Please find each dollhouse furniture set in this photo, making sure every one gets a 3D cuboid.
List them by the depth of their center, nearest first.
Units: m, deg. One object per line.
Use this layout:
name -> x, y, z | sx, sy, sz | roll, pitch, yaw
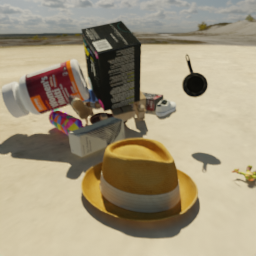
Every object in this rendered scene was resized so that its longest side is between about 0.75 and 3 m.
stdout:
dollhouse furniture set -> -0.434, -0.519, 10.970 | 2.387, 1.057, 1.237 | -14, 44, -16

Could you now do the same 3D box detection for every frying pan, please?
frying pan -> 2.057, -1.649, 9.327 | 0.841, 1.391, 0.226 | -37, 3, 27

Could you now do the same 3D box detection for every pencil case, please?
pencil case -> -2.276, -0.192, 10.191 | 0.760, 0.760, 1.720 | -15, 25, -34

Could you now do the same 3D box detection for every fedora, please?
fedora -> 0.263, 0.986, 6.614 | 2.839, 1.158, 2.839 | 1, 22, 0

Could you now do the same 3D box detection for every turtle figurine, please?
turtle figurine -> 3.195, 1.210, 7.231 | 0.901, 0.290, 0.727 | 5, 12, 38

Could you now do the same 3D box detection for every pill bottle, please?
pill bottle -> -2.897, -1.337, 9.995 | 2.744, 1.503, 1.503 | -18, 22, 1

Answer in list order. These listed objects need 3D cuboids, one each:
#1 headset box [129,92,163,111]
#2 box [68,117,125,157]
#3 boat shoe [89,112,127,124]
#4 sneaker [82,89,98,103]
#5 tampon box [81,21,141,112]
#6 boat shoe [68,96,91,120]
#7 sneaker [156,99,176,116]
headset box -> 0.910, -1.263, 13.234 | 1.483, 0.573, 1.104 | 12, 24, 25
box -> -0.967, 0.251, 8.975 | 1.801, 0.740, 0.616 | -24, 28, -39
boat shoe -> -0.750, -0.323, 10.856 | 1.474, 0.519, 0.518 | -6, 21, -12
sneaker -> -2.105, -1.599, 13.972 | 0.825, 0.742, 2.006 | -21, 22, -37
tampon box -> -0.592, -2.220, 10.188 | 1.554, 2.461, 1.845 | -18, 48, -16
boat shoe -> -1.516, -0.649, 8.719 | 0.435, 1.209, 0.392 | -40, 67, -4
sneaker -> 1.742, -1.006, 12.547 | 0.603, 0.585, 1.652 | 11, 23, 25
